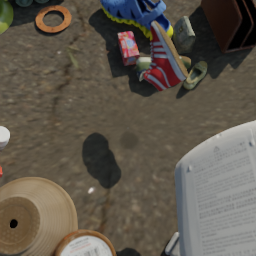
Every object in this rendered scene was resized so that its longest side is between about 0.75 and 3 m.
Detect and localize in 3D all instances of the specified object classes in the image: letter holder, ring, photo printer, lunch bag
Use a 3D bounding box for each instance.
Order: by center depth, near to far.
[{"bbox_3d":[1.937,1.319,4.807,1.004,2.406,2.892,30,44,-31],"label":"photo printer"},{"bbox_3d":[1.843,-3.056,9.229,0.573,0.974,0.799,-10,68,-5],"label":"lunch bag"},{"bbox_3d":[3.505,-3.989,9.247,1.176,1.662,2.338,-12,67,-5],"label":"letter holder"},{"bbox_3d":[-2.668,-3.899,10.053,1.248,0.120,1.248,0,68,1],"label":"ring"}]

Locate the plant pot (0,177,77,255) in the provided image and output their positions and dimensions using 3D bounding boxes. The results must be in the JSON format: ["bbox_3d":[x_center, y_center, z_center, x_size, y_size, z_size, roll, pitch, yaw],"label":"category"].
[{"bbox_3d":[-2.605,2.380,6.849,2.556,1.180,2.556,0,66,1],"label":"plant pot"}]

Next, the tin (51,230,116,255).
[{"bbox_3d":[-0.825,3.699,6.280,1.532,0.573,2.736,-14,76,-23],"label":"tin"}]

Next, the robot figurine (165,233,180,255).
[{"bbox_3d":[1.535,3.065,6.681,1.388,0.924,1.636,16,62,49],"label":"robot figurine"}]

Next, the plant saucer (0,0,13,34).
[{"bbox_3d":[-5.244,-4.068,10.006,2.160,0.336,2.160,0,67,0],"label":"plant saucer"}]

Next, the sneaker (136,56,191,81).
[{"bbox_3d":[1.106,-1.798,8.932,1.757,0.589,0.789,1,68,6],"label":"sneaker"}]

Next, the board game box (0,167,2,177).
[{"bbox_3d":[-3.965,0.755,7.431,0.378,1.433,1.873,-8,62,-44],"label":"board game box"}]

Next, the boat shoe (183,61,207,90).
[{"bbox_3d":[2.195,-1.756,9.007,0.436,0.376,1.195,38,72,14],"label":"boat shoe"}]

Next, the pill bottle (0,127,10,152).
[{"bbox_3d":[-3.665,0.366,7.747,0.551,0.968,0.551,22,51,-30],"label":"pill bottle"}]

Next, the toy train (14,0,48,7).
[{"bbox_3d":[-3.251,-5.262,9.896,2.529,1.441,1.077,-16,69,-6],"label":"toy train"}]

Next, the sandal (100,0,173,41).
[{"bbox_3d":[0.294,-4.093,9.531,2.895,1.260,1.151,30,72,14],"label":"sandal"}]

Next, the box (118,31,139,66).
[{"bbox_3d":[0.009,-2.648,9.318,0.509,0.487,1.021,-12,68,-5],"label":"box"}]

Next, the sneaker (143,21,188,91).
[{"bbox_3d":[0.718,-1.762,7.048,0.970,0.615,1.725,-31,72,28],"label":"sneaker"}]
